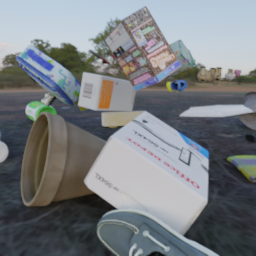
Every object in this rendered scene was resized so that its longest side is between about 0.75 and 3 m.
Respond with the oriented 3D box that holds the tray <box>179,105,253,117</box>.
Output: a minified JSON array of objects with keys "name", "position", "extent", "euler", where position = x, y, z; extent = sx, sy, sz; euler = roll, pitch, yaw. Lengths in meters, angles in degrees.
[{"name":"tray","position":[3.046,-0.591,9.499],"extent":[1.448,0.299,2.696],"euler":[4,8,42]}]

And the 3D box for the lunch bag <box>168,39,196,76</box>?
[{"name":"lunch bag","position":[1.946,-2.742,11.516],"extent":[1.274,0.912,1.496],"euler":[-21,-28,31]}]

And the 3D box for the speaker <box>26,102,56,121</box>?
[{"name":"speaker","position":[-5.197,-0.867,16.625],"extent":[1.313,1.313,2.969],"euler":[-6,13,-30]}]

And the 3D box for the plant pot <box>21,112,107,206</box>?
[{"name":"plant pot","position":[-1.347,0.828,6.667],"extent":[1.825,2.104,2.104],"euler":[13,3,-30]}]

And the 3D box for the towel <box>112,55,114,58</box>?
[{"name":"towel","position":[0.109,-3.547,12.309],"extent":[1.602,1.159,0.180],"euler":[3,24,-24]}]

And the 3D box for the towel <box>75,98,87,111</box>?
[{"name":"towel","position":[-2.453,-1.326,13.536],"extent":[0.527,1.224,0.110],"euler":[-8,37,42]}]

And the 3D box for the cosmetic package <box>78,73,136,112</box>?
[{"name":"cosmetic package","position":[-0.773,-1.422,11.658],"extent":[0.950,1.352,2.666],"euler":[16,11,30]}]

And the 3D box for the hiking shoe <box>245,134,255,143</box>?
[{"name":"hiking shoe","position":[5.555,0.419,12.298],"extent":[0.481,0.362,0.955],"euler":[-4,10,-1]}]

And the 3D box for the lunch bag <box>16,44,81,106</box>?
[{"name":"lunch bag","position":[-3.335,-2.244,11.957],"extent":[2.734,1.127,2.198],"euler":[35,-10,22]}]

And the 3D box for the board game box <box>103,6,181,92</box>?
[{"name":"board game box","position":[0.387,-2.327,8.612],"extent":[0.972,2.007,1.600],"euler":[-38,12,-21]}]

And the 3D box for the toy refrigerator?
[{"name":"toy refrigerator","position":[-0.222,-0.490,15.866],"extent":[2.430,0.850,0.923],"euler":[-2,4,-16]}]

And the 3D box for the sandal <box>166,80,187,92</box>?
[{"name":"sandal","position":[1.893,-1.547,10.313],"extent":[0.482,0.440,1.108],"euler":[-8,7,42]}]

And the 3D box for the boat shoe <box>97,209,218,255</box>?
[{"name":"boat shoe","position":[0.310,1.804,3.969],"extent":[2.236,0.814,0.691],"euler":[14,13,35]}]

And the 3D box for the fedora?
[{"name":"fedora","position":[6.741,-0.680,14.702],"extent":[1.181,2.312,2.615],"euler":[-33,26,-13]}]

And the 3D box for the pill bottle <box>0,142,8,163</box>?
[{"name":"pill bottle","position":[-4.773,0.739,9.582],"extent":[1.343,0.759,0.759],"euler":[9,14,40]}]

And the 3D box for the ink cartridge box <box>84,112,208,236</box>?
[{"name":"ink cartridge box","position":[0.598,0.805,5.946],"extent":[1.973,1.139,2.702],"euler":[33,19,6]}]

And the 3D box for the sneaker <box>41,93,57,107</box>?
[{"name":"sneaker","position":[-3.606,-1.521,13.080],"extent":[0.519,0.435,1.173],"euler":[27,52,9]}]

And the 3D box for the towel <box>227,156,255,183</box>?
[{"name":"towel","position":[4.032,1.225,8.480],"extent":[1.538,0.244,2.142],"euler":[0,10,1]}]

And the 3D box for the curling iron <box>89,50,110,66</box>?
[{"name":"curling iron","position":[-0.842,-2.042,8.231],"extent":[0.251,0.129,1.012],"euler":[-15,-15,22]}]

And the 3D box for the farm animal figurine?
[{"name":"farm animal figurine","position":[2.871,-1.607,8.960],"extent":[0.970,0.604,1.201],"euler":[0,13,-34]}]
